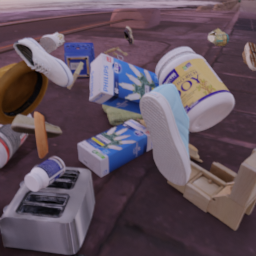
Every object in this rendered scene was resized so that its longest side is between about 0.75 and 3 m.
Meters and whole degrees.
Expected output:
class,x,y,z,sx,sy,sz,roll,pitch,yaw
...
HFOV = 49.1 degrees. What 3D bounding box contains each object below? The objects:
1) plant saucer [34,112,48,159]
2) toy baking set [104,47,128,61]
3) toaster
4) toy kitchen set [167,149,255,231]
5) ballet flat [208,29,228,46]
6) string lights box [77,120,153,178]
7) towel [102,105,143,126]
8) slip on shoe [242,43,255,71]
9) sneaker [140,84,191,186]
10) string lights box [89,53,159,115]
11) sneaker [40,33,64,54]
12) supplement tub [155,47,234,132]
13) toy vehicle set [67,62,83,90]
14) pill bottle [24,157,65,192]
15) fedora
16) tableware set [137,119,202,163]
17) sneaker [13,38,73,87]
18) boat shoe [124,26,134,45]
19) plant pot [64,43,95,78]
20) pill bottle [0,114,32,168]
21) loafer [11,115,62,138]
class,x,y,z,sx,sy,sz,roll,pitch,yaw
plant saucer,-2.097,0.168,6.784,0.212,1.130,1.130,-7,32,-13
toy baking set,-0.568,-3.086,11.971,1.072,0.125,0.823,-22,64,6
toaster,-2.071,2.293,7.892,2.394,1.420,2.165,5,32,7
toy kitchen set,3.013,1.191,8.838,2.082,2.303,2.552,-26,44,-37
ballet flat,3.240,-3.332,10.346,0.594,0.594,1.679,3,23,5
string lights box,-0.415,0.715,11.050,2.806,0.827,1.442,-26,40,-36
towel,0.259,-0.842,13.961,2.823,0.515,2.094,-8,33,-15
slip on shoe,3.350,-1.875,7.663,0.463,0.369,1.219,17,47,-8
sneaker,1.147,0.179,6.617,0.966,2.612,1.070,16,43,43
string lights box,0.057,-1.391,9.890,2.819,1.448,0.831,12,-23,-34
sneaker,-2.880,-3.422,10.881,0.996,0.635,1.723,-49,23,-22
supplement tub,2.131,-1.299,9.365,1.796,1.796,2.470,-15,61,-23
toy vehicle set,-2.424,-2.379,12.814,0.161,1.215,0.755,27,53,-16
pill bottle,-2.049,1.140,6.929,0.549,0.549,0.949,14,26,22
fedora,-3.774,-1.324,9.211,1.028,2.521,2.521,34,41,15
tableware set,1.632,0.363,11.177,2.370,0.329,2.838,21,17,-26
sneaker,-2.541,-1.856,8.266,1.984,0.724,0.702,38,34,5
boat shoe,-0.006,-4.125,12.681,0.340,1.051,0.378,-42,69,-10
plant pot,-3.227,-4.379,18.498,1.979,1.979,1.779,-2,37,-3
pill bottle,-4.956,0.265,11.090,1.590,1.590,2.744,4,30,6
loafer,-2.764,-0.068,8.630,1.573,0.595,0.537,15,60,-39
